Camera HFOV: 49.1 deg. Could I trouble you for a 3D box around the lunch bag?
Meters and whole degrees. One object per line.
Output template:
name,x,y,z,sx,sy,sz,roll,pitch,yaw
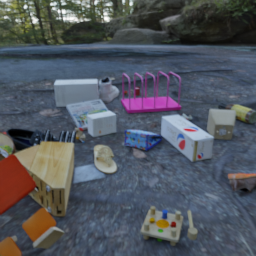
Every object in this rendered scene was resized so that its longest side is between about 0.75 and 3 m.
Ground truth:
lunch bag,0.605,0.338,10.406,0.958,0.599,1.273,11,15,32

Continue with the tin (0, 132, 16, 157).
tin,-4.643,0.588,8.717,2.394,0.501,1.340,21,58,12

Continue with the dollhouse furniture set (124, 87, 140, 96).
dollhouse furniture set,0.184,-2.214,16.843,1.061,0.432,0.571,-1,22,-2

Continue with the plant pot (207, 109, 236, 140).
plant pot,3.655,-0.064,10.883,0.992,0.991,0.878,3,33,9

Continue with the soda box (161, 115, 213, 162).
soda box,2.026,0.295,10.043,0.759,0.812,2.383,-8,23,-18

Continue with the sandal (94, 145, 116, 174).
sandal,-0.813,0.814,9.056,0.642,0.576,1.751,-5,22,-15

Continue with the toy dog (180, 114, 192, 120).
toy dog,2.518,-0.485,12.588,0.515,0.376,0.780,17,28,37

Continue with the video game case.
video game case,-1.644,-0.601,12.286,1.675,0.184,1.527,-13,50,-29

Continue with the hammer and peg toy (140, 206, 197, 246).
hammer and peg toy,0.913,2.123,6.041,1.137,0.401,0.836,7,21,16

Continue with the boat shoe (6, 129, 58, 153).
boat shoe,-3.001,0.492,9.361,2.347,0.731,0.876,9,36,2

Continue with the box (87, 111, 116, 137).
box,-1.054,-0.162,11.225,1.027,0.782,0.546,-12,24,-28

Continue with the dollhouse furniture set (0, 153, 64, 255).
dollhouse furniture set,-2.858,1.529,4.797,2.592,1.350,2.620,-39,74,-17

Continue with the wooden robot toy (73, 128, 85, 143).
wooden robot toy,-1.975,0.242,10.522,0.506,0.492,1.116,-3,18,-24

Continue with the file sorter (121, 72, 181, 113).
file sorter,1.137,-1.924,14.387,2.735,1.715,1.901,-4,22,-11

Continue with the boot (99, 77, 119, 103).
boot,-1.090,-2.355,16.162,0.917,1.192,2.493,3,22,7

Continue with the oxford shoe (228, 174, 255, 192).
oxford shoe,3.235,1.505,7.638,1.344,0.490,0.479,6,-14,-28

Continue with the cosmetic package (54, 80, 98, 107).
cosmetic package,-2.687,-1.850,14.806,2.239,1.263,0.908,-1,25,-7

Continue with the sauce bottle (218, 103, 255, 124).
sauce bottle,4.998,-0.751,12.922,0.627,0.627,1.938,-10,23,-24

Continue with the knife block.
knife block,-1.862,0.971,7.870,2.716,0.869,2.385,24,33,34
